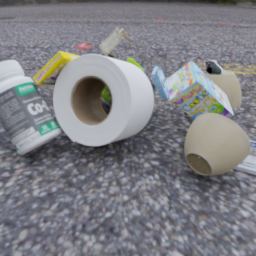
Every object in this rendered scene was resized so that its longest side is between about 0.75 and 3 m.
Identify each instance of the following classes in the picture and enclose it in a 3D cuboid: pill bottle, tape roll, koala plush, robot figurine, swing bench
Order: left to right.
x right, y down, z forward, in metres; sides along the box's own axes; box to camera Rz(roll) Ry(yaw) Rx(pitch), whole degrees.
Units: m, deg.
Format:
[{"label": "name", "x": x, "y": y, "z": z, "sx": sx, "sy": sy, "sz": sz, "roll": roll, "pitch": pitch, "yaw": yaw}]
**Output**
[{"label": "pill bottle", "x": -3.756, "y": -0.704, "z": 9.753, "sx": 1.671, "sy": 2.955, "sz": 1.671, "roll": -30, "pitch": 4, "yaw": 2}, {"label": "tape roll", "x": -0.810, "y": -0.958, "z": 9.837, "sx": 2.996, "sy": 2.996, "sz": 2.057, "roll": 14, "pitch": 12, "yaw": 22}, {"label": "swing bench", "x": -0.563, "y": -3.563, "z": 11.632, "sx": 0.688, "sy": 1.054, "sz": 1.060, "roll": 52, "pitch": 23, "yaw": 2}, {"label": "robot figurine", "x": -0.377, "y": -2.188, "z": 13.133, "sx": 1.501, "sy": 2.277, "sz": 2.595, "roll": 45, "pitch": 8, "yaw": 16}, {"label": "koala plush", "x": 0.468, "y": -1.376, "z": 11.555, "sx": 1.690, "sy": 1.631, "sz": 1.839, "roll": 9, "pitch": 71, "yaw": 40}]

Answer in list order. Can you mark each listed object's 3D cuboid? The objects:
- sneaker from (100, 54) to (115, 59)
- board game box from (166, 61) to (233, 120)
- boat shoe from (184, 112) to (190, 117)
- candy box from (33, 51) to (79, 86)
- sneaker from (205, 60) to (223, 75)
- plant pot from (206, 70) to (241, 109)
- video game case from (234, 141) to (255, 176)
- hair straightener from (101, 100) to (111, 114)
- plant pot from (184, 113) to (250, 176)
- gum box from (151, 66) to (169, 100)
[{"label": "sneaker", "x": -1.393, "y": -3.023, "z": 12.908, "sx": 1.731, "sy": 0.622, "sz": 0.627, "roll": -17, "pitch": 4, "yaw": -27}, {"label": "board game box", "x": 2.602, "y": -1.111, "z": 10.190, "sx": 2.261, "sy": 1.165, "sz": 1.186, "roll": 33, "pitch": 37, "yaw": -31}, {"label": "boat shoe", "x": 3.033, "y": -0.917, "z": 12.524, "sx": 1.243, "sy": 0.390, "sz": 0.452, "roll": -28, "pitch": 24, "yaw": -14}, {"label": "candy box", "x": -2.151, "y": -2.091, "z": 10.355, "sx": 0.361, "sy": 1.397, "sz": 2.734, "roll": 52, "pitch": 20, "yaw": 7}, {"label": "sneaker", "x": 2.982, "y": -2.219, "z": 10.198, "sx": 0.477, "sy": 0.340, "sz": 0.961, "roll": -3, "pitch": 37, "yaw": -23}, {"label": "plant pot", "x": 3.963, "y": -1.790, "z": 12.177, "sx": 2.024, "sy": 1.359, "sz": 2.024, "roll": 2, "pitch": 24, "yaw": -1}, {"label": "video game case", "x": 4.773, "y": 1.125, "z": 9.609, "sx": 1.991, "sy": 0.229, "sz": 1.814, "roll": 14, "pitch": 34, "yaw": 24}, {"label": "hair straightener", "x": -1.053, "y": -0.787, "z": 12.172, "sx": 0.813, "sy": 0.432, "sz": 2.113, "roll": 32, "pitch": 13, "yaw": -34}, {"label": "plant pot", "x": 2.461, "y": 0.694, "z": 8.496, "sx": 1.930, "sy": 1.930, "sz": 1.296, "roll": 26, "pitch": 54, "yaw": 36}, {"label": "gum box", "x": 1.377, "y": -1.904, "z": 11.778, "sx": 0.266, "sy": 1.196, "sz": 1.016, "roll": -17, "pitch": 24, "yaw": 22}]
